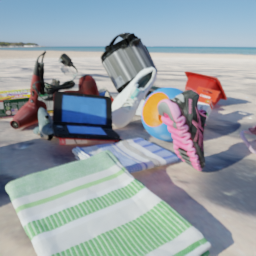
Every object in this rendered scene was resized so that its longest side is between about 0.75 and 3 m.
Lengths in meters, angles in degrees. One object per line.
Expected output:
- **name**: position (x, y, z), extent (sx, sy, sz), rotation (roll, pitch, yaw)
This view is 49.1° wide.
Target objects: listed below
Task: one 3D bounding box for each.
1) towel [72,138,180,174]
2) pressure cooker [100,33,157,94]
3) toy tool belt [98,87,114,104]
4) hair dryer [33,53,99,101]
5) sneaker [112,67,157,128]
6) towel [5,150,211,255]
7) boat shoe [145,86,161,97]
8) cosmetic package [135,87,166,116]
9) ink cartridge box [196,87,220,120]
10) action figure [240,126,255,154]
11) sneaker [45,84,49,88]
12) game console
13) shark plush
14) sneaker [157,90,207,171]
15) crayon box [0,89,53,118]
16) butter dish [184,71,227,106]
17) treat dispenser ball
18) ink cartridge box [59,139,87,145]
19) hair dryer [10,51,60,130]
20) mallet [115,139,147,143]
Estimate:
- **towel**: position (-0.070, 0.679, 7.025), extent (2.263, 0.269, 1.662), rotation (-7, 18, -33)
- **pressure cooker**: position (-0.049, -2.809, 11.896), extent (2.005, 2.279, 2.036), rotation (-30, -1, 11)
- **toy tool belt**: position (-1.134, -0.924, 11.366), extent (1.143, 1.162, 1.861), rotation (-32, 19, -1)
- **hair dryer**: position (-1.956, -1.224, 10.202), extent (0.706, 2.598, 1.979), rotation (-20, 36, 60)
- **sneaker**: position (0.153, -1.078, 9.502), extent (0.903, 2.399, 1.062), rotation (33, 0, -4)
- **towel**: position (-0.438, 1.323, 4.345), extent (2.128, 0.326, 2.790), rotation (-15, 34, -32)
- **boat shoe**: position (1.508, -0.982, 10.609), extent (2.523, 0.760, 0.899), rotation (19, 23, 3)
- **cosmetic package**: position (0.844, -1.193, 12.063), extent (1.249, 0.898, 2.213), rotation (10, 21, 39)
- **ink cartridge box**: position (2.413, -0.756, 9.668), extent (0.890, 1.634, 0.411), rotation (21, -13, 35)
- **action figure**: position (4.325, 0.175, 8.086), extent (1.640, 1.475, 2.202), rotation (-31, -3, 25)
- **sneaker**: position (-4.849, -2.415, 16.914), extent (0.514, 0.384, 1.144), rotation (-14, 22, -12)
- **game console**: position (-1.201, -0.342, 7.979), extent (1.795, 1.065, 1.547), rotation (3, 14, -19)
- **shark plush**: position (-2.589, -0.055, 8.710), extent (0.858, 0.787, 1.889), rotation (-4, 18, -13)
- **sneaker**: position (1.444, 0.067, 6.215), extent (0.993, 2.081, 0.822), rotation (-37, 34, -16)
- **crayon box**: position (-4.732, -1.140, 12.080), extent (2.673, 0.779, 2.306), rotation (-9, 20, -25)
- **butter dish**: position (3.294, -1.525, 12.694), extent (1.808, 1.336, 1.803), rotation (23, -12, 41)
- **treat dispenser ball**: position (1.191, -0.393, 8.307), extent (1.597, 1.597, 1.597), rotation (0, 18, 0)
- **ink cartridge box**: position (-1.659, 0.238, 8.521), extent (0.819, 0.345, 0.593), rotation (-3, 18, -8)
- **hair dryer**: position (-3.460, -1.158, 10.067), extent (0.774, 2.849, 2.170), rotation (12, -24, 11)
- **mallet**: position (0.105, 0.406, 8.313), extent (1.001, 0.206, 0.330), rotation (-1, 17, -17)
